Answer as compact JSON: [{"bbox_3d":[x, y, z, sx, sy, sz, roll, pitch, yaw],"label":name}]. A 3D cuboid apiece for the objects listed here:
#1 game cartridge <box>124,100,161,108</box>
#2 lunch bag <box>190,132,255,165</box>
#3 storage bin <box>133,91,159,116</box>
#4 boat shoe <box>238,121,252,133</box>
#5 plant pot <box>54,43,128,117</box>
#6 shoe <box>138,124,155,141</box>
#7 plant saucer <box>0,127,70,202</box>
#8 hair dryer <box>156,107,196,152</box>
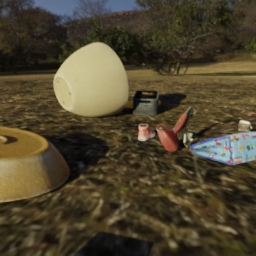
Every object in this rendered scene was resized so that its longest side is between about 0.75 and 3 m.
[{"bbox_3d":[0.616,-1.070,12.747,1.320,0.243,1.498,6,17,26],"label":"game cartridge"},{"bbox_3d":[1.920,0.417,5.716,0.877,0.548,1.166,-6,-2,-31],"label":"lunch bag"},{"bbox_3d":[0.707,-1.004,11.036,0.932,0.646,1.378,3,20,7],"label":"storage bin"},{"bbox_3d":[3.087,0.037,7.433,0.331,0.274,0.921,13,-5,25],"label":"boat shoe"},{"bbox_3d":[-1.492,-1.449,9.648,1.751,2.608,2.608,-25,25,-35],"label":"plant pot"},{"bbox_3d":[0.498,0.068,7.327,0.285,0.362,0.797,6,14,26],"label":"shoe"},{"bbox_3d":[-2.284,0.401,4.608,2.672,0.473,2.672,9,10,-2],"label":"plant saucer"},{"bbox_3d":[1.009,0.031,6.041,0.343,0.963,1.264,11,13,41],"label":"hair dryer"}]
